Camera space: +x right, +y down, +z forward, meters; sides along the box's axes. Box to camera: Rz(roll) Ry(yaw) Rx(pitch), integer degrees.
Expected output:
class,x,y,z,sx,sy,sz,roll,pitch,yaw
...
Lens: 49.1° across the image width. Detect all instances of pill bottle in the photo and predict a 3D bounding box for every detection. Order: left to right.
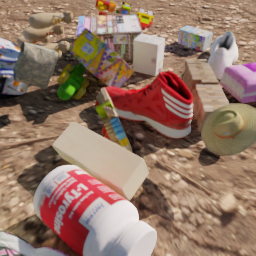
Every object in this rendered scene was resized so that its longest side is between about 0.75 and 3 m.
class,x,y,z,sx,sy,sz,roll,pitch,yaw
pill bottle,-0.595,1.588,4.880,2.089,1.173,1.173,25,46,34

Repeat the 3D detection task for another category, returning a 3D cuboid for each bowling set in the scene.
class,x,y,z,sx,sy,sz,roll,pitch,yaw
bowling set,-2.494,-2.530,8.996,1.317,1.708,2.454,-22,12,-30

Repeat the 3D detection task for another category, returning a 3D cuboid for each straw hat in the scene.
class,x,y,z,sx,sy,sz,roll,pitch,yaw
straw hat,2.036,-0.097,5.794,1.291,0.546,1.291,-18,57,30

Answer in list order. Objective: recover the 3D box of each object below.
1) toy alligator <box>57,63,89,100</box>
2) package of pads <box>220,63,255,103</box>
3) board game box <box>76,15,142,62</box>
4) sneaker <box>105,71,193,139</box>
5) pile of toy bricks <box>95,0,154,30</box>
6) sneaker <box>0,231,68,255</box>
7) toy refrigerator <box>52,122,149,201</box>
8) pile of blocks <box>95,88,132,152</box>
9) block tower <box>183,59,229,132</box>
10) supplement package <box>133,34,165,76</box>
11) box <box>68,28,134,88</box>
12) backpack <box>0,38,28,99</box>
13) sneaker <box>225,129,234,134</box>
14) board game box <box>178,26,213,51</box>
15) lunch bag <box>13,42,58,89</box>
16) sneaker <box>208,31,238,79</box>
class,x,y,z,sx,sy,sz,roll,pitch,yaw
toy alligator,-1.811,-1.596,9.153,0.764,0.835,2.815,-37,26,24
package of pads,4.216,-1.515,8.913,2.155,0.815,1.298,-11,42,-12
board game box,-0.733,-3.526,11.002,2.396,1.160,1.910,-3,41,-3
sneaker,0.503,-0.982,7.611,2.864,1.654,1.122,22,43,21
pile of toy bricks,-0.285,-4.671,12.527,2.575,1.429,1.271,13,68,-9
sneaker,-1.522,2.394,4.538,1.886,0.757,0.814,7,50,22
toy refrigerator,-0.632,0.706,6.266,2.073,0.725,0.787,26,66,29
pile of blocks,-0.478,-0.104,6.917,0.534,0.706,1.719,-24,81,2
block tower,2.276,-1.065,8.426,0.757,0.810,2.802,0,43,-2
supplement package,0.721,-2.575,9.884,0.912,1.170,0.649,18,44,20
box,-0.875,-2.182,9.023,0.943,1.489,1.546,-48,49,7
backpack,-3.917,-1.851,8.505,1.923,1.556,2.019,9,41,-49
sneaker,2.505,0.167,7.272,0.473,0.398,1.206,-14,18,34
board game box,2.785,-3.742,11.678,1.206,0.621,0.632,30,49,30
lunch bag,-2.505,-1.735,7.569,0.916,1.117,0.657,12,37,-34
sneaker,3.578,-3.001,10.294,1.098,1.291,2.918,12,42,15
